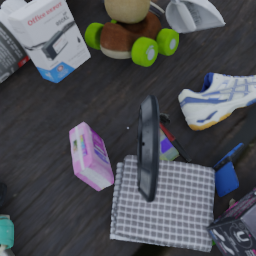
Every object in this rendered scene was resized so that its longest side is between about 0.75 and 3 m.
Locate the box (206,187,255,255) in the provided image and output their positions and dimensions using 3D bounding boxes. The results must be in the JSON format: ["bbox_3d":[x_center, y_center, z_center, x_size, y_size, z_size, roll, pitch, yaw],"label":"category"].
[{"bbox_3d":[3.076,1.951,5.638,2.311,1.326,1.527,-27,73,-26],"label":"box"}]

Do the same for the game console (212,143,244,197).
[{"bbox_3d":[2.417,1.000,6.586,0.914,1.071,0.633,-36,73,-21],"label":"game console"}]

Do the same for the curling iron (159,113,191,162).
[{"bbox_3d":[1.192,0.238,7.317,0.372,0.192,1.501,-40,73,34],"label":"curling iron"}]

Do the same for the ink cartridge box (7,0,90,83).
[{"bbox_3d":[-1.791,-2.097,6.580,0.692,1.644,1.189,25,61,40],"label":"ink cartridge box"}]

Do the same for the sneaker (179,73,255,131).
[{"bbox_3d":[2.628,-1.028,7.245,2.761,1.039,1.217,-27,88,-10],"label":"sneaker"}]

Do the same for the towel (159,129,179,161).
[{"bbox_3d":[0.771,0.489,7.334,0.721,0.114,1.004,-33,75,-10],"label":"towel"}]

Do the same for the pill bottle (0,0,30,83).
[{"bbox_3d":[-3.604,-2.092,7.421,1.574,1.574,2.764,41,75,12],"label":"pill bottle"}]

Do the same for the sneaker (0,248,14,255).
[{"bbox_3d":[-2.632,3.468,6.026,0.924,0.724,1.859,-38,66,-17],"label":"sneaker"}]

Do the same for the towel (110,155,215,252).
[{"bbox_3d":[0.789,1.690,6.397,2.297,0.983,1.902,9,71,-3],"label":"towel"}]

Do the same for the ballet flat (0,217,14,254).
[{"bbox_3d":[-3.352,2.708,5.736,2.215,0.746,0.780,-31,54,-5],"label":"ballet flat"}]

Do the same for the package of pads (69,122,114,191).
[{"bbox_3d":[-0.840,0.634,6.308,0.543,0.865,1.435,-32,40,9],"label":"package of pads"}]

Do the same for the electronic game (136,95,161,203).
[{"bbox_3d":[0.407,0.390,5.364,0.422,2.027,2.027,2,72,-1],"label":"electronic game"}]

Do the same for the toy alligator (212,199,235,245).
[{"bbox_3d":[2.303,2.252,6.545,1.297,0.352,0.384,-52,122,-19],"label":"toy alligator"}]

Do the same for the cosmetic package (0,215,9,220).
[{"bbox_3d":[-3.309,2.267,6.427,0.997,0.524,0.354,3,96,-6],"label":"cosmetic package"}]

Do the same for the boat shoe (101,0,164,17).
[{"bbox_3d":[0.111,-3.738,8.526,1.982,0.720,0.621,24,109,0],"label":"boat shoe"}]

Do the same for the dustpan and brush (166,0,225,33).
[{"bbox_3d":[1.411,-3.179,7.297,1.494,2.141,0.613,7,61,46],"label":"dustpan and brush"}]

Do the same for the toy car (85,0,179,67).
[{"bbox_3d":[0.121,-3.058,6.917,1.982,2.412,1.903,27,43,30],"label":"toy car"}]

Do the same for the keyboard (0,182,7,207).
[{"bbox_3d":[-3.975,1.389,6.838,2.402,0.476,1.250,15,67,12],"label":"keyboard"}]
